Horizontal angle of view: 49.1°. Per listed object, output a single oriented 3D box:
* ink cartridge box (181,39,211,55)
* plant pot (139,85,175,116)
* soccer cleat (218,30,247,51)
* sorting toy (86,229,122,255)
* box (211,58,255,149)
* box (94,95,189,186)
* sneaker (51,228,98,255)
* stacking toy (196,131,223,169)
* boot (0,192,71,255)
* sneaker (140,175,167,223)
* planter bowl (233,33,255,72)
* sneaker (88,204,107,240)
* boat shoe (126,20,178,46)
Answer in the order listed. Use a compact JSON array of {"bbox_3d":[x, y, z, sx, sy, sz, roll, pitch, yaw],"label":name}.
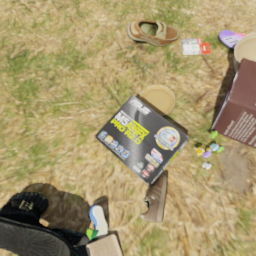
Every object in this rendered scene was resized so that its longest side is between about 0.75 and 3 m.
[{"bbox_3d":[3.254,-3.874,13.337,1.365,0.344,0.744,-2,61,0],"label":"ink cartridge box"},{"bbox_3d":[1.207,-1.128,11.703,1.513,0.208,1.513,-3,65,6],"label":"plant pot"},{"bbox_3d":[5.563,-3.972,12.996,2.827,1.034,0.964,37,65,20],"label":"soccer cleat"},{"bbox_3d":[-0.792,3.717,8.671,1.022,0.203,1.382,-10,68,-35],"label":"sorting toy"},{"bbox_3d":[4.922,-0.736,10.391,2.677,2.198,2.221,23,62,13],"label":"box"},{"bbox_3d":[0.463,0.413,10.338,2.755,0.610,2.207,40,83,21],"label":"box"},{"bbox_3d":[-1.884,3.548,8.701,1.971,0.781,0.743,6,57,2],"label":"sneaker"},{"bbox_3d":[3.015,0.827,10.200,1.183,0.892,0.278,-42,34,-17],"label":"stacking toy"},{"bbox_3d":[-2.749,2.898,8.448,2.703,2.021,1.017,21,100,4],"label":"boot"},{"bbox_3d":[0.881,2.225,9.241,0.743,0.693,1.967,4,31,11],"label":"sneaker"},{"bbox_3d":[5.570,-2.619,11.814,2.374,1.598,2.374,-4,60,6],"label":"planter bowl"},{"bbox_3d":[-1.021,3.064,9.226,0.429,0.622,1.117,-14,94,-26],"label":"sneaker"},{"bbox_3d":[1.257,-4.358,12.757,2.659,0.982,1.006,-6,93,-29],"label":"boat shoe"}]
